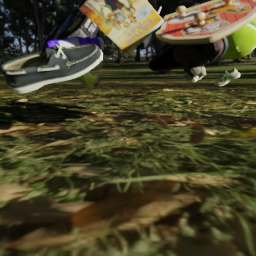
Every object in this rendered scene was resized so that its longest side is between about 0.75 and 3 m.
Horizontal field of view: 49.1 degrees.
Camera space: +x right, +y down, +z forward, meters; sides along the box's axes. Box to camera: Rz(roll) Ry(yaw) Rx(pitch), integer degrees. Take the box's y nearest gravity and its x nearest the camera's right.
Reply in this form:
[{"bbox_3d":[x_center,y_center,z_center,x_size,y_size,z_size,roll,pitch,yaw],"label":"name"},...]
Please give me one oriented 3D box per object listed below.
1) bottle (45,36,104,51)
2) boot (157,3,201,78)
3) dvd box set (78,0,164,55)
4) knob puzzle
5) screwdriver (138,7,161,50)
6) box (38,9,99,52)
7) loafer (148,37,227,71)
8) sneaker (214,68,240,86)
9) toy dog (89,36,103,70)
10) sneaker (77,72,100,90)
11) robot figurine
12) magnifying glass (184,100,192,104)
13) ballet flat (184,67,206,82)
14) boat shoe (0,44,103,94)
[{"bbox_3d":[-1.382,-2.093,7.406,1.497,0.625,0.489,-20,21,-24],"label":"bottle"},{"bbox_3d":[2.254,-3.189,9.616,1.892,2.897,0.981,-34,-41,16],"label":"boot"},{"bbox_3d":[-0.131,-2.695,6.637,1.716,1.255,0.252,35,26,-40],"label":"dvd box set"},{"bbox_3d":[1.723,-2.475,6.133,2.632,0.365,2.632,-16,34,11],"label":"knob puzzle"},{"bbox_3d":[0.931,-3.927,10.710,0.358,2.564,0.373,32,-27,-15],"label":"screwdriver"},{"bbox_3d":[-2.137,-3.599,10.538,2.717,0.680,2.737,-19,40,32],"label":"box"},{"bbox_3d":[1.484,-1.942,7.634,0.894,1.021,2.840,-36,16,-14],"label":"loafer"},{"bbox_3d":[3.630,-1.918,10.413,0.975,0.432,0.375,-27,30,16],"label":"sneaker"},{"bbox_3d":[-1.474,-2.322,8.816,1.917,0.923,1.264,12,1,43],"label":"toy dog"},{"bbox_3d":[-1.493,-1.751,9.945,0.542,0.535,1.418,35,-8,-37],"label":"sneaker"},{"bbox_3d":[2.919,-2.986,7.685,1.398,2.417,2.120,14,-11,-8],"label":"robot figurine"},{"bbox_3d":[3.306,-1.411,15.296,0.424,0.119,1.065,2,10,7],"label":"magnifying glass"},{"bbox_3d":[2.912,-2.261,12.240,0.480,0.474,1.410,-34,6,-17],"label":"ballet flat"},{"bbox_3d":[-1.506,-1.290,5.569,2.005,0.605,0.758,-23,45,-2],"label":"boat shoe"}]
